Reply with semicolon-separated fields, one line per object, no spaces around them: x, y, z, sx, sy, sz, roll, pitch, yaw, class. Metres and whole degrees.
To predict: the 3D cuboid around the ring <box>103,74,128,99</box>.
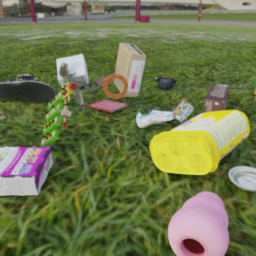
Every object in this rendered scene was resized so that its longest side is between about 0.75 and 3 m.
-0.406;-1.362;9.318;0.835;0.835;0.080;-3;21;-7;ring

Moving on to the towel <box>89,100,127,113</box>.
-0.956;-1.016;13.016;1.512;0.170;1.093;14;27;37;towel

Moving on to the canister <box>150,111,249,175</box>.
2.360;0.350;8.881;2.077;1.210;2.796;-4;15;46;canister

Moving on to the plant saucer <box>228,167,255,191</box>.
3.419;1.511;7.982;1.096;0.275;1.096;0;26;0;plant saucer

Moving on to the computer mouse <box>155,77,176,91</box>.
2.149;-2.679;16.257;1.290;0.491;1.862;5;27;9;computer mouse

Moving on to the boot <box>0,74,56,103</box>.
-4.981;-2.178;14.590;3.049;1.100;2.303;3;24;5;boot

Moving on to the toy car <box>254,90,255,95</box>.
7.376;-1.842;14.466;0.851;0.577;1.735;-16;30;-28;toy car

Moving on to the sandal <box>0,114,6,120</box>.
-5.695;-0.547;12.214;0.863;0.233;0.347;9;28;17;sandal

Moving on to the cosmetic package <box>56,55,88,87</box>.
-2.448;-2.465;12.337;1.192;0.732;1.188;-10;61;-1;cosmetic package

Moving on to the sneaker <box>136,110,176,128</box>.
1.275;-0.463;11.337;1.917;0.695;0.689;-9;-8;-11;sneaker

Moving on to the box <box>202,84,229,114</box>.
3.814;-1.030;12.196;0.850;1.136;2.269;9;27;19;box

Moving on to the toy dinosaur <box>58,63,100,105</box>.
-1.899;-1.646;11.176;1.231;0.663;2.794;-4;41;-33;toy dinosaur

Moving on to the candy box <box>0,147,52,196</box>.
-3.544;1.213;8.093;2.299;0.701;1.568;1;26;1;candy box

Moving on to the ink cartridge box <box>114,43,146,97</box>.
0.028;-2.638;12.765;0.748;1.992;1.641;-2;35;-22;ink cartridge box

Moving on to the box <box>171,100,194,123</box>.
2.055;-0.613;10.573;0.515;0.752;0.150;38;10;-11;box

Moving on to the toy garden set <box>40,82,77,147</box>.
-2.458;-0.519;9.556;0.403;1.684;2.020;27;47;-35;toy garden set

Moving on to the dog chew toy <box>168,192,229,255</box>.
1.603;2.032;6.060;1.187;1.187;1.906;12;21;23;dog chew toy
